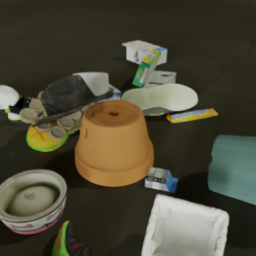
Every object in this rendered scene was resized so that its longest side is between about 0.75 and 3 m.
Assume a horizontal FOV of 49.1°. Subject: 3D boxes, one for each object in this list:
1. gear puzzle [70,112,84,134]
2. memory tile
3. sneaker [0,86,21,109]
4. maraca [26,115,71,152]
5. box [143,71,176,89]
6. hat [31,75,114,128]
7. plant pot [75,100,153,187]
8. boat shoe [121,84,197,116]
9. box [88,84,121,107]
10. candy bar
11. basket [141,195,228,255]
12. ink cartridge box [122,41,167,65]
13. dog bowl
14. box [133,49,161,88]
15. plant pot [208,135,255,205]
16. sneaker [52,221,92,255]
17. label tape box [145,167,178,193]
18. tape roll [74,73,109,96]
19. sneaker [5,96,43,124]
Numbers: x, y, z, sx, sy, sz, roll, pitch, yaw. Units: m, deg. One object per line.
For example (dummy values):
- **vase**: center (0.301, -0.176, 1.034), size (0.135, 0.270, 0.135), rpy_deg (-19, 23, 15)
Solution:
- **gear puzzle**: center (-1.966, -0.085, 10.097), size (2.371, 0.310, 1.228), rpy_deg (-15, 35, -19)
- **memory tile**: center (-2.280, -0.553, 8.849), size (1.548, 0.170, 2.019), rpy_deg (31, 45, 0)
- **sneaker**: center (-5.515, -0.917, 10.932), size (2.771, 1.032, 1.207), rpy_deg (-5, 39, 8)
- **maraca**: center (-2.456, -0.018, 9.101), size (1.325, 1.034, 1.933), rpy_deg (17, 50, 11)
- **box**: center (1.433, -1.864, 12.564), size (1.243, 0.641, 2.131), rpy_deg (7, 32, 11)
- **hat**: center (-1.618, -0.846, 7.559), size (2.388, 0.963, 2.388), rpy_deg (-22, 4, 2)
- **plant pot**: center (-0.407, 0.277, 8.183), size (2.396, 1.677, 2.396), rpy_deg (0, 33, 0)
- **boat shoe**: center (1.158, -1.027, 10.819), size (2.991, 0.894, 1.069), rpy_deg (-4, 76, -11)
- **box**: center (-1.500, -1.639, 12.417), size (1.487, 0.410, 2.177), rpy_deg (-18, 36, -27)
- **candy bar**: center (2.425, -0.466, 10.707), size (1.988, 0.220, 0.496), rpy_deg (-9, 34, -12)
- **basket**: center (1.089, 2.096, 5.329), size (1.349, 1.085, 1.337), rpy_deg (11, 77, 18)
- **ink cartridge box**: center (0.888, -4.353, 16.353), size (1.410, 0.831, 2.450), rpy_deg (-23, 39, -32)
- **dog bowl**: center (-2.304, 1.784, 6.760), size (1.706, 0.629, 1.706), rpy_deg (0, 33, 0)
- **box**: center (0.983, -2.993, 13.731), size (0.537, 1.302, 2.219), rpy_deg (27, 37, 4)
- **plant pot**: center (3.114, 1.045, 6.919), size (1.951, 1.992, 1.992), rpy_deg (8, 32, 28)
- **sneaker**: center (-1.096, 2.585, 5.664), size (0.686, 0.628, 1.637), rpy_deg (19, 18, -29)
- **label tape box**: center (0.929, 1.415, 7.690), size (0.826, 0.262, 0.596), rpy_deg (9, 33, 14)
- **tape roll**: center (-1.400, -1.572, 10.591), size (1.337, 0.918, 1.337), rpy_deg (-2, 6, 0)
- **sneaker**: center (-3.778, -0.887, 10.822), size (0.720, 0.831, 2.008), rpy_deg (18, 36, 26)
